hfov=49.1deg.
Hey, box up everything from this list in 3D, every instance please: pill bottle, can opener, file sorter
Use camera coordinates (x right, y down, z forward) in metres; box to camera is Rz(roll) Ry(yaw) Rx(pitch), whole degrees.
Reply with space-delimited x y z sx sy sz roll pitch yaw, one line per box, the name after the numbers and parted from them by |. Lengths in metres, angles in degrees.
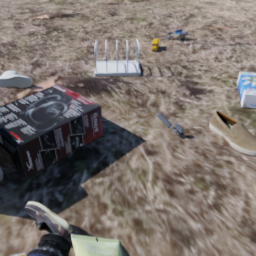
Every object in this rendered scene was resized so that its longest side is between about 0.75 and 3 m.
-1.486 2.561 4.724 0.784 0.784 1.402 6 34 9 | pill bottle
1.318 -0.151 8.726 0.981 0.328 0.262 48 8 16 | can opener
-0.511 -3.206 12.632 2.028 1.262 1.407 -2 34 -2 | file sorter

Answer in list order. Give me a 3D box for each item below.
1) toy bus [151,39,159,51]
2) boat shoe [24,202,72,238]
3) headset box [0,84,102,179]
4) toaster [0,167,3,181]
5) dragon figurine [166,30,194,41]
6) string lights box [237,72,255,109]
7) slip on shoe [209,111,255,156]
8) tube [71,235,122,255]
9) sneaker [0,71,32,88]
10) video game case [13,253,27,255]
1.472 -4.483 15.218 0.328 0.394 1.007 6 35 9 | toy bus
-1.688 1.891 5.667 1.191 0.429 0.386 22 44 21 | boat shoe
-2.360 -0.146 8.308 2.203 1.143 2.961 28 42 34 | headset box
-4.132 0.444 6.671 1.239 2.088 1.888 -31 44 -30 | toaster
3.105 -5.545 16.662 1.685 0.496 0.838 -16 38 -20 | dragon figurine
4.796 -1.439 10.659 1.007 0.578 1.960 7 35 10 | string lights box
3.277 0.121 8.407 0.741 0.590 1.949 -18 39 -24 | slip on shoe
-0.261 2.865 4.434 0.699 0.782 2.694 -24 37 -3 | tube
-4.616 -2.096 11.642 1.513 0.557 0.874 2 38 5 | sneaker
-2.321 2.731 5.090 0.853 0.098 0.776 -7 35 -9 | video game case
